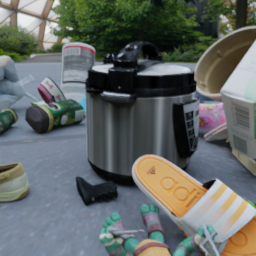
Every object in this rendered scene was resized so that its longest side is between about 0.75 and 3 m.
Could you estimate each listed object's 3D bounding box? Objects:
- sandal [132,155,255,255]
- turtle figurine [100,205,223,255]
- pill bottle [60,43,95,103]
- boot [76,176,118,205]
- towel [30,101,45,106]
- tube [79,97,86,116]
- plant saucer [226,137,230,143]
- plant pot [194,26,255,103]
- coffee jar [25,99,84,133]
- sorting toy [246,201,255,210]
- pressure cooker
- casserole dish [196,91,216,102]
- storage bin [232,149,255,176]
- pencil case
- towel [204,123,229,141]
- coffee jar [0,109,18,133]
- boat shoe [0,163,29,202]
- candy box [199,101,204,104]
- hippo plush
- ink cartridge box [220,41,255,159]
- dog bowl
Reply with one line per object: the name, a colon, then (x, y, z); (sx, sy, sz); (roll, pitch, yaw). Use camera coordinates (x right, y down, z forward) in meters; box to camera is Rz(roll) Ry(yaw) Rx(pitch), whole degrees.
sandal: (0.919, 1.016, 3.878); (2.283, 0.654, 0.875); (32, 64, 27)
turtle figurine: (0.273, 1.446, 3.331); (1.299, 0.874, 1.736); (7, 0, -15)
pill bottle: (-2.255, -2.303, 12.562); (1.482, 2.602, 1.482); (2, -4, 0)
boot: (-0.603, 1.141, 5.341); (0.658, 0.297, 0.803); (-10, 26, -23)
towel: (-3.696, -1.060, 13.050); (1.144, 0.235, 1.534); (-12, 18, -41)
tube: (-1.831, -0.822, 11.282); (0.745, 0.485, 1.925); (4, 35, 23)
plant saucer: (3.543, 0.164, 6.968); (2.126, 0.389, 2.126); (-1, -5, 0)
plant pot: (4.029, -1.482, 9.430); (2.506, 2.737, 2.737); (37, -5, -33)
coffee jar: (-2.503, -0.426, 9.622); (0.980, 0.802, 1.880); (34, 32, 30)
sorting toy: (2.502, 1.345, 4.545); (1.135, 0.167, 0.839); (3, -9, 33)
pressure cooker: (0.240, -0.452, 6.241); (2.535, 2.838, 2.496); (-6, 18, -22)
casserole dish: (3.175, -1.566, 12.014); (1.636, 0.524, 2.701); (-5, 17, -23)
storage bin: (3.412, 0.577, 6.577); (1.439, 0.679, 1.449); (0, 17, -1)
pencil case: (2.228, -0.368, 8.725); (1.963, 0.858, 0.858); (0, 12, 42)
towel: (3.019, 0.072, 7.977); (1.305, 0.210, 1.247); (-5, -19, -21)
coffee jar: (-4.201, -0.204, 9.240); (0.720, 0.589, 1.380); (-24, 15, 7)
boat shoe: (-2.943, 0.970, 5.203); (2.088, 0.693, 0.773); (-3, 17, -10)
candy box: (2.390, -0.951, 11.876); (1.413, 0.602, 1.684); (8, 19, 23)
hippo plush: (-5.841, -1.868, 11.978); (2.316, 2.294, 2.880); (3, 21, 18)
ink cartridge box: (2.883, -1.024, 5.432); (0.702, 2.803, 2.255); (32, -11, 36)
dog bowl: (-3.069, -1.226, 11.381); (0.590, 1.600, 1.600); (-36, 31, -19)
